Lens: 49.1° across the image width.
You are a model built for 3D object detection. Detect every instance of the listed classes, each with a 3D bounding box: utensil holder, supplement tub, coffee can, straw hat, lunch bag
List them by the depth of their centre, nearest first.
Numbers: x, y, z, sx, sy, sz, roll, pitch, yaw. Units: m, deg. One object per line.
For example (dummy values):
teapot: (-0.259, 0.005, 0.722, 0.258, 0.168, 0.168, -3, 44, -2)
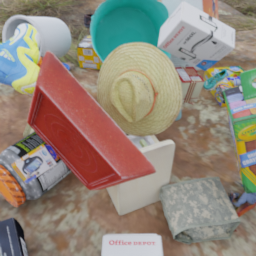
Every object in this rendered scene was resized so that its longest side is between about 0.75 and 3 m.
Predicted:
straw hat: (0.085, -0.760, 6.863, 2.500, 2.500, 1.058, 12, 23, 13)
lunch bag: (1.794, 2.224, 7.545, 1.787, 1.051, 1.466, -2, 42, -10)
supplement tub: (-2.570, 0.946, 8.448, 1.711, 1.711, 2.793, 29, 48, 29)
coffee can: (0.244, -0.155, 9.229, 1.455, 1.988, 1.455, 5, 60, -8)
utensil holder: (-3.025, -3.017, 9.591, 1.547, 1.547, 1.821, 16, 26, 17)

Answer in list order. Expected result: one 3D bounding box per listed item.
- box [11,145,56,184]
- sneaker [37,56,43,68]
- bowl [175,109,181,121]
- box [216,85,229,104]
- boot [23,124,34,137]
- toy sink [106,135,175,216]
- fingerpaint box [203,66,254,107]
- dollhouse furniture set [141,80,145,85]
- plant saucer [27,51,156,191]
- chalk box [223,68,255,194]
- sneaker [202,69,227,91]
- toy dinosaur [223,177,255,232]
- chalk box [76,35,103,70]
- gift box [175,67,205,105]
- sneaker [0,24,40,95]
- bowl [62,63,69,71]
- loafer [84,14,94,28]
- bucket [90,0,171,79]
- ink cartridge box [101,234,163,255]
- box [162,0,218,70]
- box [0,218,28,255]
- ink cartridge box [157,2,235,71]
box: (-2.148, 0.825, 6.579, 0.950, 0.566, 0.197, -33, 30, -13)
sneaker: (-2.607, -1.626, 8.790, 0.738, 1.901, 1.065, -15, 78, 10)
bowl: (1.767, -0.748, 11.204, 0.894, 0.467, 0.894, 8, 44, -7)
box: (3.288, -0.938, 8.711, 1.037, 0.195, 0.708, 14, 43, -18)
boot: (-3.071, -0.082, 10.513, 1.209, 0.566, 1.556, 11, 46, 12)
toy sink: (0.194, 1.032, 7.848, 1.569, 2.407, 1.348, -17, 45, -17)
fingerpaint box: (4.534, -1.895, 12.379, 1.720, 0.756, 2.061, -6, 42, -7)
dollhouse furniture set: (0.018, -1.560, 11.245, 1.961, 1.757, 2.475, -25, 47, -25)
plant saucer: (-1.151, 0.261, 6.151, 2.960, 2.954, 0.543, 48, 61, -3)
chalk box: (3.298, -0.098, 6.601, 1.705, 2.731, 1.693, -13, 29, 18)
sneaker: (2.983, -1.686, 9.666, 1.057, 0.421, 0.409, -37, 69, -13)
toy dinosaur: (3.623, 2.016, 8.294, 1.755, 1.015, 1.934, 6, 78, -12)
chalk box: (-1.743, -3.994, 14.438, 1.182, 1.176, 1.899, 8, 41, 11)
gift box: (1.848, -1.335, 9.373, 0.999, 1.011, 1.083, -3, 48, -15)
sneaker: (-2.964, -1.972, 7.088, 1.334, 0.962, 2.540, 11, 42, -38)
bowl: (-3.421, -2.883, 13.907, 1.022, 0.201, 1.022, 0, 41, 0)
loafer: (-1.691, -7.152, 18.251, 2.496, 0.786, 0.897, -19, 45, -20)
bucket: (0.076, -3.173, 9.842, 2.917, 2.917, 1.898, -7, 14, -7)
ink cartridge box: (0.094, 3.495, 6.268, 1.436, 0.827, 1.967, 1, 42, 1)
box: (2.565, -3.878, 11.003, 1.503, 2.826, 2.152, 4, 27, 32)
box: (-3.321, 3.245, 6.069, 2.223, 1.160, 1.645, -17, 58, -17)
ink cartridge box: (1.977, -2.635, 8.287, 1.835, 1.339, 0.773, 20, 64, -17)
